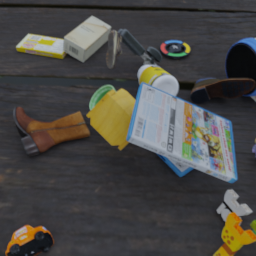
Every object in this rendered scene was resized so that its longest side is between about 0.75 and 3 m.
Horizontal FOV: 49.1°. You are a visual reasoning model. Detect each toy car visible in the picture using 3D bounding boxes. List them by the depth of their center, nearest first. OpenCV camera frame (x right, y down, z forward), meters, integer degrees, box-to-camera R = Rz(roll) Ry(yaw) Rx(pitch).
[{"bbox_3d":[-2.730,2.322,6.443,1.119,2.281,0.759,-38,43,-9],"label":"toy car"}]

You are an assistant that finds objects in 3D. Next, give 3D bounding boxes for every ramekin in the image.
[{"bbox_3d":[-0.725,-0.837,9.360,1.081,0.528,1.081,-24,48,29],"label":"ramekin"}]

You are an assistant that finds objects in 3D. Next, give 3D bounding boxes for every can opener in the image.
[{"bbox_3d":[0.469,-3.321,11.599,0.597,2.267,0.753,27,87,53],"label":"can opener"}]

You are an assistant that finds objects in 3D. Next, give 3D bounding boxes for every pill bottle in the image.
[{"bbox_3d":[0.997,-1.693,10.258,1.036,1.036,1.850,-14,32,-13],"label":"pill bottle"}]

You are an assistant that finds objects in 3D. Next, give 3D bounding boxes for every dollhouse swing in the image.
[{"bbox_3d":[-0.250,-0.320,8.215,1.372,1.206,1.247,45,101,-2],"label":"dollhouse swing"}]

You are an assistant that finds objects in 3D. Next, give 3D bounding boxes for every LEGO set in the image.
[{"bbox_3d":[2.789,2.993,6.513,1.137,1.223,2.980,7,33,-37],"label":"LEGO set"}]

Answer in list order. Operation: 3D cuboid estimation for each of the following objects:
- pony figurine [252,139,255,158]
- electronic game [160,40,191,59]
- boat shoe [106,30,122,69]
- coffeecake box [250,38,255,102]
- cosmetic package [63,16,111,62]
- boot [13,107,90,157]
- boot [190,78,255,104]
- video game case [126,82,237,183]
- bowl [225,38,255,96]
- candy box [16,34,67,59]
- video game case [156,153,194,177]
[{"bbox_3d":[4.711,1.037,7.971,2.189,1.888,2.267,-9,32,-20],"label":"pony figurine"},{"bbox_3d":[2.187,-3.667,13.023,1.433,0.298,1.433,0,48,0],"label":"electronic game"},{"bbox_3d":[-0.468,-2.944,10.657,0.530,1.445,0.538,2,8,-37],"label":"boat shoe"},{"bbox_3d":[5.410,-1.677,9.964,1.005,2.111,2.750,-16,49,-14],"label":"coffeecake box"},{"bbox_3d":[-1.872,-4.122,12.935,1.160,0.819,2.241,30,54,5],"label":"cosmetic package"},{"bbox_3d":[-2.644,-0.213,9.566,2.185,0.748,2.057,-21,51,-19],"label":"boot"},{"bbox_3d":[3.490,-1.649,10.524,2.285,0.854,1.107,-9,35,22],"label":"boot"},{"bbox_3d":[1.456,0.059,7.223,2.850,0.254,2.040,22,46,-9],"label":"video game case"},{"bbox_3d":[4.385,-2.208,10.422,0.422,2.149,2.149,-15,49,-14],"label":"bowl"},{"bbox_3d":[-3.920,-3.850,13.178,2.339,0.309,1.196,12,52,11],"label":"candy box"},{"bbox_3d":[1.550,0.245,9.484,1.903,0.237,2.659,-29,54,-23],"label":"video game case"}]
